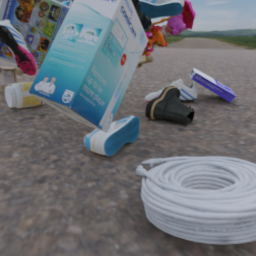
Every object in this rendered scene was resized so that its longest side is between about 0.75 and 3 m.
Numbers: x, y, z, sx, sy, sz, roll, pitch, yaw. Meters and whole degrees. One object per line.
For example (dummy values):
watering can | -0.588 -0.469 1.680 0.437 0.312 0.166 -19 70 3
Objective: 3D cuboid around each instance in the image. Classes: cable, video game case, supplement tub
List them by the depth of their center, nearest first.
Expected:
cable | 1.209 1.020 4.338 2.026 0.702 2.027 -5 13 -6
video game case | -2.290 -2.612 8.180 2.886 2.067 0.260 15 24 -30
supplement tub | -3.996 -1.287 10.915 1.315 0.956 0.956 -14 24 -36

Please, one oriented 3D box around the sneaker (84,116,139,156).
sneaker | -0.324 0.106 7.312 0.784 0.743 1.941 10 20 30

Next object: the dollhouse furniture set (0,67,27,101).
dollhouse furniture set | -5.734 -2.062 12.670 2.480 1.285 1.098 13 21 32

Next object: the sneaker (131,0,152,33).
sneaker | 0.178 -3.024 7.302 0.672 1.007 1.757 26 31 26

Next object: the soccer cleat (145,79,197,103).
soccer cleat | 1.767 -1.509 11.520 2.264 0.977 0.791 -5 20 -14

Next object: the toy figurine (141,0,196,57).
toy figurine | 1.115 -3.608 10.036 2.622 2.138 2.848 -19 41 20

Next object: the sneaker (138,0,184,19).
sneaker | 0.973 -4.166 9.422 1.806 0.691 0.729 7 60 16

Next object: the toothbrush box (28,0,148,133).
toothbrush box | -0.502 -1.016 4.382 0.780 1.829 1.339 20 -9 22

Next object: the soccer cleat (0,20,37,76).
soccer cleat | -2.861 -2.134 7.435 0.537 1.538 0.664 -16 38 17

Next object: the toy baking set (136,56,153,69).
toy baking set | -0.392 -1.492 7.311 2.796 0.325 2.146 -2 21 38

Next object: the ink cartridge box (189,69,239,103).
ink cartridge box | 3.596 -1.811 11.948 1.989 0.436 2.008 30 19 -1

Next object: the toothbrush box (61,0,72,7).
toothbrush box | -2.856 -4.938 12.264 1.230 0.901 0.525 -4 56 21

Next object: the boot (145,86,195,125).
boot | 1.778 -0.733 9.783 1.544 0.865 2.232 16 38 27

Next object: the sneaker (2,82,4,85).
sneaker | -6.256 -2.235 14.736 0.811 0.300 0.332 9 1 20
